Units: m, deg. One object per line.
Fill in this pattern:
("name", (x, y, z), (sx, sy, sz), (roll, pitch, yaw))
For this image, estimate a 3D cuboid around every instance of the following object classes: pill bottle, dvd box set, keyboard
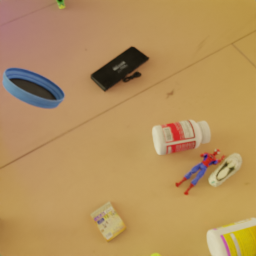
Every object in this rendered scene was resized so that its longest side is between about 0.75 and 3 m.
("pill bottle", (2.032, 0.324, 10.753), (2.028, 1.138, 1.138), (-10, 65, -5))
("pill bottle", (3.822, 3.661, 9.151), (2.227, 1.161, 1.161), (-13, 65, -6))
("dvd box set", (-0.692, 3.305, 9.873), (0.835, 0.168, 1.141), (-33, 69, -15))
("keyboard", (-0.230, -2.564, 12.605), (2.654, 0.340, 1.594), (-39, 64, -16))

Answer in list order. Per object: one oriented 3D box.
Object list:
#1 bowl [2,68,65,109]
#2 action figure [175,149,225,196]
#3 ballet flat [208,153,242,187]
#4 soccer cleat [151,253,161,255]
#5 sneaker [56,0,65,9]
("bowl", (-3.088, -1.292, 9.192), (2.017, 2.017, 0.396), (38, 111, 16))
("action figure", (2.748, 1.429, 10.312), (2.202, 1.090, 0.719), (-41, 71, -20))
("ballet flat", (3.739, 1.554, 10.494), (1.748, 0.627, 0.627), (-41, 71, -18))
("soccer cleat", (0.638, 5.359, 8.671), (1.139, 0.881, 2.724), (32, 60, -18))
("sneaker", (-3.528, -6.664, 14.469), (0.411, 0.463, 1.109), (-20, 66, -9))
